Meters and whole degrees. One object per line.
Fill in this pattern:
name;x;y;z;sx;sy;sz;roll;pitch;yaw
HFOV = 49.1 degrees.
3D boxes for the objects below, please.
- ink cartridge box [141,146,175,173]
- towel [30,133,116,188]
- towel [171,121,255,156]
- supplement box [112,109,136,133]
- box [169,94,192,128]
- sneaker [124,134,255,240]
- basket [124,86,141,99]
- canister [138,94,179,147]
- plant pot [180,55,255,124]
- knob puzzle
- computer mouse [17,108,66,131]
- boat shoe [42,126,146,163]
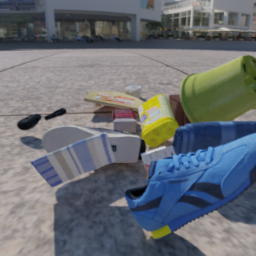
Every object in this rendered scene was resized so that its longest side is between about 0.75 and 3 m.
ink cartridge box;0.836;0.827;7.543;0.870;0.507;0.294;-17;1;-1
towel;-1.142;0.752;6.277;1.704;1.251;0.203;-21;56;-9
towel;2.637;0.416;7.628;2.823;1.576;0.685;-2;47;-2
supplement box;-0.181;-0.316;11.158;0.878;0.491;1.614;0;22;-4
box;2.393;-0.583;10.877;1.230;1.217;1.483;-6;21;-15
sneaker;0.998;0.840;4.720;1.156;2.949;0.972;49;34;5
basket;0.251;-1.917;15.349;0.687;0.625;1.013;7;20;19
canister;0.985;-0.305;9.639;1.234;0.719;1.661;-32;35;20
plant pot;3.457;-1.262;9.665;2.471;2.471;2.271;-17;-9;-38
knob puzzle;-0.624;-1.281;13.659;3.193;0.443;3.193;9;18;-3
computer mouse;-3.048;-0.266;9.880;2.346;0.399;0.688;-10;26;32
boat shoe;-0.991;0.489;8.125;2.820;1.053;1.307;9;2;-11
